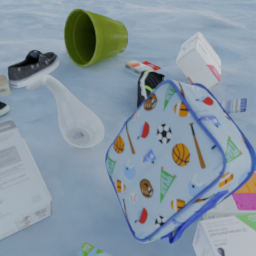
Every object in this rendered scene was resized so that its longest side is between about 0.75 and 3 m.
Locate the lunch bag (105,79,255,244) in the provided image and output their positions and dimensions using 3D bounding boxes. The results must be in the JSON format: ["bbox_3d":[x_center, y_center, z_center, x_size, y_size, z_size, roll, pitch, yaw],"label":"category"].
[{"bbox_3d":[0.734,0.719,5.120,1.066,2.821,2.261,-1,49,-38],"label":"lunch bag"}]

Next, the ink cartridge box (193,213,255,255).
[{"bbox_3d":[2.078,2.439,4.478,1.422,0.821,1.955,-6,37,-8],"label":"ink cartridge box"}]

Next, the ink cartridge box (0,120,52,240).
[{"bbox_3d":[-2.973,1.195,5.470,2.328,0.976,2.044,-21,65,-26],"label":"ink cartridge box"}]

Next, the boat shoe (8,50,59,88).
[{"bbox_3d":[-3.801,-2.640,11.332,0.996,0.944,2.850,16,39,21],"label":"boat shoe"}]

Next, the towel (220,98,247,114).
[{"bbox_3d":[3.326,-0.675,8.941,0.862,0.103,0.633,-8,39,31],"label":"towel"}]

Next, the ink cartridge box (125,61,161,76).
[{"bbox_3d":[0.658,-2.632,11.878,1.259,0.316,1.021,-29,46,-30],"label":"ink cartridge box"}]

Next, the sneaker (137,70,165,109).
[{"bbox_3d":[0.880,-1.387,9.662,1.040,0.901,2.511,4,36,6],"label":"sneaker"}]

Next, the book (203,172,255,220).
[{"bbox_3d":[2.447,1.435,5.875,1.904,0.458,1.272,1,25,2],"label":"book"}]

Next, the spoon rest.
[{"bbox_3d":[-1.498,-0.383,7.091,1.197,2.409,0.730,-19,37,20],"label":"spoon rest"}]

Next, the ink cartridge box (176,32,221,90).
[{"bbox_3d":[2.682,-2.470,10.445,0.877,1.552,2.119,-33,17,33],"label":"ink cartridge box"}]

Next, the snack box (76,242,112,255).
[{"bbox_3d":[-0.349,2.685,4.501,1.524,0.404,1.084,17,40,22],"label":"snack box"}]

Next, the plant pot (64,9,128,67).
[{"bbox_3d":[-1.255,-3.960,12.366,2.211,2.296,2.296,-18,38,-42],"label":"plant pot"}]

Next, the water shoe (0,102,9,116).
[{"bbox_3d":[-4.819,-0.880,9.066,1.971,0.778,0.705,10,37,13],"label":"water shoe"}]

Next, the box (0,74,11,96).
[{"bbox_3d":[-4.677,-1.576,10.351,0.472,0.386,0.993,-17,40,-22],"label":"box"}]
